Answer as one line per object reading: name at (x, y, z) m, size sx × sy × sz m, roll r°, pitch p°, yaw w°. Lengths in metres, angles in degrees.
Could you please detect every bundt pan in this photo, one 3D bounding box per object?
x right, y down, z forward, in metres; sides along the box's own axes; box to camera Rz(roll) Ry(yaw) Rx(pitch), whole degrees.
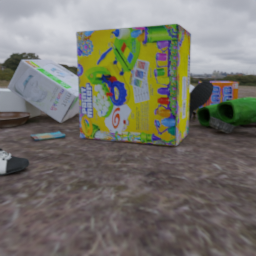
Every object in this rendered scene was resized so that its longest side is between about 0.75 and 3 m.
bundt pan at (2.928, -0.063, 8.825) m, size 0.819 × 0.307 × 0.819 m, roll 22°, pitch 8°, yaw -3°

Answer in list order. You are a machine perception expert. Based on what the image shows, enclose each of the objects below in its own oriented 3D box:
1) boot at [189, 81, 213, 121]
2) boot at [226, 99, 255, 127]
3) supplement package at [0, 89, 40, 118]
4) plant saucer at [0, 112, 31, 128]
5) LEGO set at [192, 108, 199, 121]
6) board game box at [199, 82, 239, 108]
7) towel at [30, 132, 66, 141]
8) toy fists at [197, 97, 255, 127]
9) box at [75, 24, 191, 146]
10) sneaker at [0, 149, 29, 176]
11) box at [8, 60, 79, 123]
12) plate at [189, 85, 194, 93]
boot at (1.983, -0.888, 9.714) m, size 0.670 × 1.919 × 1.264 m, roll 42°, pitch 0°, yaw -17°
boot at (5.216, -0.619, 10.758) m, size 2.533 × 0.867 × 2.385 m, roll 0°, pitch 10°, yaw -4°
supplement package at (-5.062, -1.082, 12.247) m, size 2.030 × 1.191 × 1.187 m, roll 3°, pitch 11°, yaw 14°
plant saucer at (-4.825, -0.305, 10.392) m, size 2.326 × 0.373 × 2.326 m, roll 1°, pitch 11°, yaw 0°
LEGO set at (2.559, -0.496, 11.164) m, size 0.970 × 0.731 × 1.261 m, roll 29°, pitch 13°, yaw -2°
board game box at (4.199, -1.427, 13.251) m, size 1.494 × 1.494 × 1.495 m, roll 1°, pitch 11°, yaw 3°
towel at (-2.351, 0.240, 8.225) m, size 0.887 × 0.096 × 0.650 m, roll -6°, pitch 12°, yaw -30°
toy fists at (3.429, -0.471, 9.261) m, size 1.316 × 0.888 × 2.582 m, roll -12°, pitch -1°, yaw -12°
box at (0.208, -1.209, 8.061) m, size 2.867 × 2.977 × 1.816 m, roll 4°, pitch 11°, yaw 21°
sneaker at (-2.593, 0.541, 5.244) m, size 1.418 × 0.628 × 0.525 m, roll 0°, pitch 9°, yaw -6°
box at (-3.029, -1.608, 11.686) m, size 2.468 × 1.352 × 2.797 m, roll 33°, pitch 16°, yaw 0°
plate at (1.617, -1.107, 11.944) m, size 2.488 × 0.403 × 2.494 m, roll -27°, pitch 19°, yaw 2°
